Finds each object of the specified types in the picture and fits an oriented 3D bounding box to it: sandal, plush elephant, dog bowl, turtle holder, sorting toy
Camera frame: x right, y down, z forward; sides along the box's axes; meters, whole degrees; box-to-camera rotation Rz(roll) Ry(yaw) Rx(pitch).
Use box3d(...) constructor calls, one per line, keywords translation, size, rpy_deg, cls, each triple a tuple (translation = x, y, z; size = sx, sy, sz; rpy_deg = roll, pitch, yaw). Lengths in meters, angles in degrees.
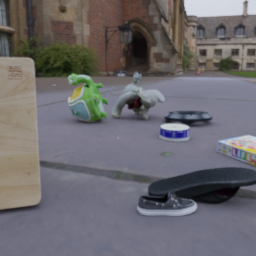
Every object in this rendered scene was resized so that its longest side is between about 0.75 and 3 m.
box3d(translation=(1.467, 1.183, 5.473), size=(2.133, 0.510, 0.802), rpy_deg=(-11, 13, 7), cls="sandal")
box3d(translation=(0.619, -1.215, 12.833), size=(1.860, 2.259, 1.749), rpy_deg=(-3, 30, -43), cls="plush elephant")
box3d(translation=(1.612, 0.156, 9.734), size=(1.011, 0.398, 1.011), rpy_deg=(0, 14, 0), cls="dog bowl")
box3d(translation=(-1.826, -1.176, 12.078), size=(1.489, 1.594, 2.097), rpy_deg=(-11, -30, 10), cls="turtle holder")
box3d(translation=(-3.158, 0.161, 5.285), size=(2.787, 2.770, 0.970), rpy_deg=(-3, -8, -16), cls="sorting toy")

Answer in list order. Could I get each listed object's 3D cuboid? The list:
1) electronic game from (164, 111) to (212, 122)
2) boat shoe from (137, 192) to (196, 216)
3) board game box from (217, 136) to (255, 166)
box3d(translation=(2.621, -0.468, 12.248), size=(2.056, 0.428, 2.056), rpy_deg=(-1, 9, 0), cls="electronic game")
box3d(translation=(0.693, 1.314, 4.977), size=(1.065, 0.353, 0.372), rpy_deg=(0, 13, -1), cls="boat shoe")
box3d(translation=(3.651, 0.674, 7.662), size=(1.338, 0.341, 1.990), rpy_deg=(-7, 15, -28), cls="board game box")
